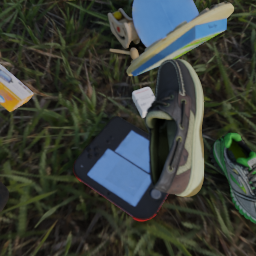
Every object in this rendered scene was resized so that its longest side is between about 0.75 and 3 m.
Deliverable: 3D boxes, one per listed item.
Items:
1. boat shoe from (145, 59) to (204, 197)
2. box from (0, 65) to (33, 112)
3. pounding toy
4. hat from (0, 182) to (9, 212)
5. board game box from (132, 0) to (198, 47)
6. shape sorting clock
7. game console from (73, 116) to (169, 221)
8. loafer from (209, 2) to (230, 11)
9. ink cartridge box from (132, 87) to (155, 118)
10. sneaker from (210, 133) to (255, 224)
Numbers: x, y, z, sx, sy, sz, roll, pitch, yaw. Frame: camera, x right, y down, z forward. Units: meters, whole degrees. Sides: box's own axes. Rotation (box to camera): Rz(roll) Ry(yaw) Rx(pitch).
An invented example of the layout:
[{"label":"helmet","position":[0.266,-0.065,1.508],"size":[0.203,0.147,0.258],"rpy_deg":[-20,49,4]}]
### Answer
[{"label":"boat shoe","position":[0.740,-0.144,4.927],"size":[0.861,0.936,2.620],"rpy_deg":[12,67,-32]},{"label":"box","position":[-2.278,-0.785,5.220],"size":[0.872,1.464,0.304],"rpy_deg":[43,91,-14]},{"label":"pounding toy","position":[-0.241,-3.431,10.034],"size":[1.135,1.132,1.979],"rpy_deg":[-27,64,-14]},{"label":"hat","position":[-3.776,2.000,7.447],"size":[1.214,0.490,1.214],"rpy_deg":[6,51,-8]},{"label":"board game box","position":[1.319,-3.869,10.242],"size":[2.871,0.559,2.268],"rpy_deg":[-31,99,-24]},{"label":"shape sorting clock","position":[1.115,-1.957,6.377],"size":[2.665,2.665,0.523],"rpy_deg":[-28,95,-14]},{"label":"game console","position":[0.054,1.065,7.998],"size":[2.668,0.414,2.360],"rpy_deg":[31,66,15]},{"label":"loafer","position":[3.504,-4.508,10.938],"size":[1.635,0.569,0.615],"rpy_deg":[-40,68,-19]},{"label":"ink cartridge box","position":[0.572,-0.834,9.060],"size":[0.620,0.350,0.846],"rpy_deg":[-20,63,-10]},{"label":"sneaker","position":[3.151,1.342,7.426],"size":[1.050,1.146,2.691],"rpy_deg":[-24,65,-13]}]
